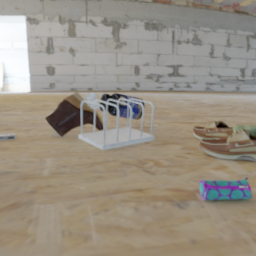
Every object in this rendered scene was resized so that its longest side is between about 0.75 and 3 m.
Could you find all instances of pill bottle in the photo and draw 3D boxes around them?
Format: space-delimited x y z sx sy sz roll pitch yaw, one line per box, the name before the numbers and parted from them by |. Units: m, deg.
pill bottle | -0.316 -1.081 13.846 2.030 1.135 1.135 9 6 -26

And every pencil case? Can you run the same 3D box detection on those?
pencil case | 2.137 1.355 6.180 1.069 0.455 0.494 -1 -29 -1

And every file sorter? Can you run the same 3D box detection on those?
file sorter | -0.424 -0.297 11.495 2.636 1.641 1.829 -8 18 -39
file sorter | -1.786 -1.206 13.622 0.556 0.802 0.499 -13 17 14

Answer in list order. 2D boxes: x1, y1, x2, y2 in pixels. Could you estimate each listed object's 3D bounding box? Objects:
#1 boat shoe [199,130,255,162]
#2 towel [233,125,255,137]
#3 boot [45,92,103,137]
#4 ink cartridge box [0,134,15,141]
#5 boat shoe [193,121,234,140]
boat shoe | 3.761 0.515 9.204 2.761 0.991 1.045 5 12 24
towel | 4.202 0.382 9.712 1.009 1.360 0.248 -1 49 26
boot | -2.366 -0.246 12.761 1.920 2.308 0.835 -48 19 -20
ink cartridge box | -5.347 0.350 12.174 0.779 0.273 0.958 -5 16 -24
boat shoe | 3.686 0.131 11.454 0.956 0.906 2.524 -7 13 -33
